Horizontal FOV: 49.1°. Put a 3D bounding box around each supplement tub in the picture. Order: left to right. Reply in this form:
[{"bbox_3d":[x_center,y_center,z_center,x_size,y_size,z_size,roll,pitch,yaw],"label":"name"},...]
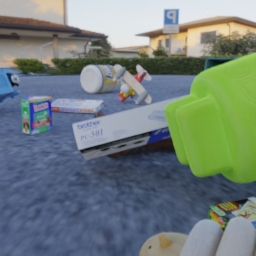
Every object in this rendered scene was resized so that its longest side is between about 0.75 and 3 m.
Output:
[{"bbox_3d":[-1.788,-3.360,19.245,1.850,1.850,2.557,9,16,35],"label":"supplement tub"}]

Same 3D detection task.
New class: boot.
[{"bbox_3d":[0.348,0.041,7.076,2.255,0.724,2.102,-8,28,-17],"label":"boot"}]

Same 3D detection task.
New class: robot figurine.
[{"bbox_3d":[2.082,-0.270,4.059,2.920,1.689,2.562,-19,8,-4],"label":"robot figurine"}]

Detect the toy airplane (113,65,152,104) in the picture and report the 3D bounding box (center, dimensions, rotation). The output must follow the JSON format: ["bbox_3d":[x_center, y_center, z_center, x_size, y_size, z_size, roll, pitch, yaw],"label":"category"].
[{"bbox_3d":[0.190,-2.141,13.956,1.982,1.973,1.399,8,26,30],"label":"toy airplane"}]

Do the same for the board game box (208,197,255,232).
[{"bbox_3d":[1.929,1.292,2.817,1.145,0.256,2.186,-3,13,-20],"label":"board game box"}]

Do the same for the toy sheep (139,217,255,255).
[{"bbox_3d":[0.814,1.135,1.735,1.678,1.157,1.157,14,18,26],"label":"toy sheep"}]

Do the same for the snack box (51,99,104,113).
[{"bbox_3d":[-2.194,-0.930,11.790,2.215,0.269,0.796,3,29,19],"label":"snack box"}]

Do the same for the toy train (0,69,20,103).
[{"bbox_3d":[-5.589,-1.436,11.059,2.775,1.203,1.585,-17,6,26],"label":"toy train"}]

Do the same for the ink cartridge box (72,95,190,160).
[{"bbox_3d":[0.204,0.005,5.292,2.327,0.514,1.094,-15,-14,-7],"label":"ink cartridge box"}]

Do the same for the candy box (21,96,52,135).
[{"bbox_3d":[-2.683,-0.389,8.270,0.397,1.032,0.872,8,15,28],"label":"candy box"}]

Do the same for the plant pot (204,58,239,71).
[{"bbox_3d":[4.316,-1.135,9.639,2.959,2.092,2.090,0,10,-35],"label":"plant pot"}]
